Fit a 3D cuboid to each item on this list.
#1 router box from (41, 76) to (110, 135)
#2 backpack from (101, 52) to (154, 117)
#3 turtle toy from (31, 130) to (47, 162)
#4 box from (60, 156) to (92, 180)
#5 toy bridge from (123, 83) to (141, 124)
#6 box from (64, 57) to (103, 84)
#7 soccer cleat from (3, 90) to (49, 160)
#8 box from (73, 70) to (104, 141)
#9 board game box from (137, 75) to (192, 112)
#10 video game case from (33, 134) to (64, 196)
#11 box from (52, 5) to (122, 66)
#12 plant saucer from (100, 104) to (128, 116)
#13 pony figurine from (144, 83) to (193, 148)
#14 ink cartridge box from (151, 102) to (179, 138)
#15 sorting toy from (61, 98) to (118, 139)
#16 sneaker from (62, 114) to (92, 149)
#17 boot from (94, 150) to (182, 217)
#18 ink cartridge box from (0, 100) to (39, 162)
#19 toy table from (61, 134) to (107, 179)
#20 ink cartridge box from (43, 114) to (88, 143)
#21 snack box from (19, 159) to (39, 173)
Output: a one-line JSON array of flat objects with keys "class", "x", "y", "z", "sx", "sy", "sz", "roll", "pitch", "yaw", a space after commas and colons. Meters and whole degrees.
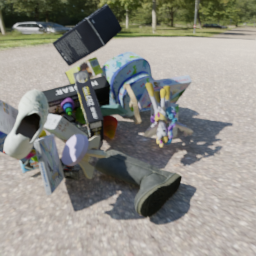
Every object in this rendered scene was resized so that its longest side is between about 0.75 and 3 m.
[{"class": "router box", "x": -2.212, "y": -0.960, "z": 12.288, "sx": 2.873, "sy": 2.143, "sz": 0.734, "roll": -18, "pitch": 54, "yaw": -20}, {"class": "backpack", "x": 0.129, "y": -2.149, "z": 13.817, "sx": 2.548, "sy": 2.784, "sz": 2.046, "roll": -32, "pitch": 46, "yaw": -16}, {"class": "turtle toy", "x": -2.995, "y": 0.480, "z": 9.178, "sx": 0.740, "sy": 1.067, "sz": 1.465, "roll": -20, "pitch": 50, "yaw": -18}, {"class": "box", "x": -1.997, "y": 1.313, "z": 10.039, "sx": 1.034, "sy": 0.326, "sz": 1.311, "roll": 7, "pitch": 25, "yaw": 14}, {"class": "toy bridge", "x": 0.181, "y": -0.909, "z": 10.373, "sx": 0.219, "sy": 1.607, "sz": 0.540, "roll": -16, "pitch": -11, "yaw": -12}, {"class": "box", "x": -2.207, "y": -2.692, "z": 13.640, "sx": 0.570, "sy": 0.856, "sz": 2.274, "roll": -32, "pitch": 13, "yaw": -38}, {"class": "soccer cleat", "x": -2.448, "y": -0.254, "z": 7.189, "sx": 0.854, "sy": 0.956, "sz": 2.464, "roll": 30, "pitch": 36, "yaw": -24}, {"class": "box", "x": -1.378, "y": -0.674, "z": 10.151, "sx": 0.583, "sy": 1.915, "sz": 2.375, "roll": -14, "pitch": -16, "yaw": -9}, {"class": "board game box", "x": 1.592, "y": -1.527, "z": 12.678, "sx": 1.972, "sy": 1.967, "sz": 0.406, "roll": -13, "pitch": 67, "yaw": -22}, {"class": "video game case", "x": -2.328, "y": 1.026, "z": 8.413, "sx": 0.187, "sy": 1.549, "sz": 1.699, "roll": -12, "pitch": 5, "yaw": 0}, {"class": "box", "x": -1.513, "y": -3.395, "z": 10.388, "sx": 2.068, "sy": 1.079, "sz": 1.530, "roll": -15, "pitch": 30, "yaw": 40}, {"class": "plant saucer", "x": -0.778, "y": -0.711, "z": 11.767, "sx": 0.611, "sy": 0.166, "sz": 1.749, "roll": 34, "pitch": -23, "yaw": -35}, {"class": "pony figurine", "x": 1.346, "y": -0.364, "z": 10.710, "sx": 1.955, "sy": 2.348, "sz": 2.266, "roll": -9, "pitch": -10, "yaw": 19}, {"class": "ink cartridge box", "x": 1.591, "y": -0.359, "z": 12.317, "sx": 1.084, "sy": 1.486, "sz": 0.625, "roll": 15, "pitch": 31, "yaw": 31}, {"class": "sorting toy", "x": -1.492, "y": -0.251, "z": 11.650, "sx": 2.866, "sy": 0.994, "sz": 0.987, "roll": 28, "pitch": 25, "yaw": -37}, {"class": "sneaker", "x": -2.236, "y": 0.389, "z": 11.671, "sx": 1.858, "sy": 1.073, "sz": 0.697, "roll": 46, "pitch": 27, "yaw": 13}, {"class": "boot", "x": 0.021, "y": 1.537, "z": 8.783, "sx": 2.705, "sy": 0.982, "sz": 2.460, "roll": 23, "pitch": 19, "yaw": 29}, {"class": "ink cartridge box", "x": -3.430, "y": 0.004, "z": 7.843, "sx": 0.729, "sy": 1.909, "sz": 1.303, "roll": -32, "pitch": 53, "yaw": 9}, {"class": "toy table", "x": -1.383, "y": 0.816, "z": 8.800, "sx": 0.889, "sy": 1.395, "sz": 1.517, "roll": 23, "pitch": -14, "yaw": -32}, {"class": "ink cartridge box", "x": -2.416, "y": 0.096, "z": 10.373, "sx": 1.221, "sy": 1.391, "sz": 0.583, "roll": 11, "pitch": 68, "yaw": 44}, {"class": "snack box", "x": -3.242, "y": 1.137, "z": 9.808, "sx": 1.042, "sy": 0.606, "sz": 0.193, "roll": -16, "pitch": -8, "yaw": -39}]
